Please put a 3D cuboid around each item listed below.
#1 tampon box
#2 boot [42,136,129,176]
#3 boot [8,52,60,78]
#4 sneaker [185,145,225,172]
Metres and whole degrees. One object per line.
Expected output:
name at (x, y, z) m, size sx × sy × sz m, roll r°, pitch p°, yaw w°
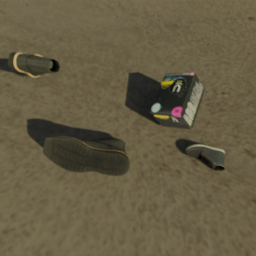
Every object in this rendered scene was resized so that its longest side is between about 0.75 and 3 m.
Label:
tampon box at (1.709, -0.929, 9.617) m, size 1.219 × 1.027 × 1.627 m, roll 6°, pitch 65°, yaw 40°
boot at (-1.187, 0.635, 8.483) m, size 2.439 × 0.945 × 1.687 m, roll 19°, pitch 17°, yaw -7°
boot at (-2.748, -2.034, 9.417) m, size 1.457 × 0.816 × 2.107 m, roll 8°, pitch 14°, yaw 12°
sneaker at (2.513, 0.974, 9.069) m, size 1.303 × 0.487 × 0.692 m, roll 6°, pitch 47°, yaw 3°
